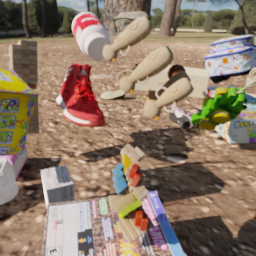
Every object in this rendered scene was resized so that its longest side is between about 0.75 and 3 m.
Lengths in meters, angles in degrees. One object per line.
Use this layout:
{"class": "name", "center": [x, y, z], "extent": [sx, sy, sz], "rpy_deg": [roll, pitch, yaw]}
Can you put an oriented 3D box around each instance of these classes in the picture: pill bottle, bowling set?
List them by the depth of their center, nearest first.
{"class": "bowling set", "center": [0.632, -1.103, 6.481], "extent": [1.708, 1.317, 2.454], "rpy_deg": [26, 34, -55]}
{"class": "pill bottle", "center": [-1.320, -3.345, 10.300], "extent": [1.173, 1.173, 2.089], "rpy_deg": [-8, 43, -18]}

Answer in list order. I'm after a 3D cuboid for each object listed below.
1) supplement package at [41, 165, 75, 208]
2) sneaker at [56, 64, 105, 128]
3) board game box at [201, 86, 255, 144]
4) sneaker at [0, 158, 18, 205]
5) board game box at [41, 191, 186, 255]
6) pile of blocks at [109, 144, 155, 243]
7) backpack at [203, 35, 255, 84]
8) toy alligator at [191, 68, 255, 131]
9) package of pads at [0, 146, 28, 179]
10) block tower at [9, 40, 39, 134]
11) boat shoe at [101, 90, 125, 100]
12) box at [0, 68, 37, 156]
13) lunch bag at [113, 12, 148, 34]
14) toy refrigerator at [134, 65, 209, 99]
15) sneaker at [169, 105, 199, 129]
{"class": "supplement package", "center": [-1.721, 1.692, 6.960], "extent": [0.649, 1.170, 0.912], "rpy_deg": [-10, 26, -21]}
{"class": "sneaker", "center": [-1.517, -1.183, 9.036], "extent": [1.122, 1.654, 2.864], "rpy_deg": [0, 23, -39]}
{"class": "board game box", "center": [4.391, -0.650, 11.796], "extent": [1.522, 1.495, 2.903], "rpy_deg": [-2, 24, -8]}
{"class": "sneaker", "center": [-4.210, 1.652, 6.910], "extent": [1.098, 1.291, 2.918], "rpy_deg": [18, 30, 32]}
{"class": "board game box", "center": [-0.354, 2.380, 5.416], "extent": [2.396, 1.160, 1.910], "rpy_deg": [-4, 24, -10]}
{"class": "pile of blocks", "center": [0.015, 1.041, 4.839], "extent": [0.706, 0.534, 1.719], "rpy_deg": [-5, 64, -9]}
{"class": "backpack", "center": [3.635, -2.395, 9.817], "extent": [2.019, 1.556, 1.923], "rpy_deg": [-9, 17, 44]}
{"class": "toy alligator", "center": [2.537, -0.550, 6.957], "extent": [0.764, 2.815, 0.835], "rpy_deg": [18, 66, -12]}
{"class": "package of pads", "center": [-4.416, 1.059, 8.820], "extent": [2.155, 0.815, 1.298], "rpy_deg": [0, 23, -1]}
{"class": "block tower", "center": [-3.237, -1.224, 8.705], "extent": [0.757, 2.802, 0.810], "rpy_deg": [-2, 6, -28]}
{"class": "boat shoe", "center": [-0.838, -1.812, 15.818], "extent": [1.379, 0.432, 0.504], "rpy_deg": [-9, 67, 9]}
{"class": "box", "center": [-2.890, -0.398, 6.207], "extent": [0.943, 1.489, 1.546], "rpy_deg": [1, 27, -43]}
{"class": "lunch bag", "center": [0.145, -3.837, 10.181], "extent": [1.117, 0.657, 0.916], "rpy_deg": [3, 35, 19]}
{"class": "toy refrigerator", "center": [1.252, -1.402, 8.291], "extent": [2.073, 0.725, 0.787], "rpy_deg": [8, 28, 6]}
{"class": "sneaker", "center": [2.510, -0.445, 12.565], "extent": [0.814, 0.757, 1.886], "rpy_deg": [3, 29, -24]}
